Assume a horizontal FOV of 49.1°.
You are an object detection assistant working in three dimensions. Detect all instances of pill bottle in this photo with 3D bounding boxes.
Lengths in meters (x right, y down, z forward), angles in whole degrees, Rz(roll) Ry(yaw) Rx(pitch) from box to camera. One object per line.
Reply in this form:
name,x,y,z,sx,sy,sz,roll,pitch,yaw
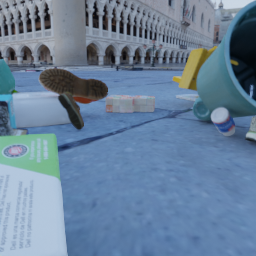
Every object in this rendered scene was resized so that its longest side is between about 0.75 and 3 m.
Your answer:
pill bottle,2.650,-0.136,7.712,0.480,0.480,0.855,14,-20,45

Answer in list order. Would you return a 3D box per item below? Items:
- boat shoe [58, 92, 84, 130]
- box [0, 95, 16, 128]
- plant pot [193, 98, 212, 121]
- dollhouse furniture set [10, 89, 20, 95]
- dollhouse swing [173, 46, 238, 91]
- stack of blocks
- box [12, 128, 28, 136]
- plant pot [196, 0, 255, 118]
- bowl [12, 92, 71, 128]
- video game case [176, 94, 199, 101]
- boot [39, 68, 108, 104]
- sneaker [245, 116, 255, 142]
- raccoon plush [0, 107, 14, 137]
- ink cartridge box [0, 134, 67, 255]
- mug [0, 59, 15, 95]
boat shoe,-1.640,-0.549,8.546,0.435,1.209,0.411,-17,14,37
box,-4.356,-0.121,6.869,2.917,1.200,0.717,-4,19,-13
plant pot,2.641,-0.678,9.556,0.969,0.969,0.911,8,15,29
dollhouse furniture set,-5.481,-1.480,14.255,1.157,0.581,0.758,26,-1,-44
dollhouse swing,3.611,-2.586,12.347,2.672,2.428,2.349,7,32,-16
stack of blocks,0.120,-1.010,11.719,1.930,0.565,1.111,3,14,8
box,-3.201,0.375,5.986,2.833,0.459,1.716,3,13,-16
plant pot,3.355,-1.477,7.646,2.833,2.833,2.775,-2,-7,-7
bowl,-3.282,-0.746,10.039,2.466,0.921,2.463,-6,15,-18
video game case,3.551,-1.631,15.084,1.192,0.148,1.666,-7,15,-29
boot,-2.095,-1.365,10.068,2.438,0.915,1.307,12,-16,-33
sneaker,3.863,0.022,6.956,1.748,0.775,0.672,4,0,11
raccoon plush,-1.891,0.466,4.151,1.004,1.391,2.076,-13,19,-42
ink cartridge box,-1.840,0.951,2.299,2.558,1.074,1.861,-4,25,-15
mug,-6.330,-2.187,13.300,2.123,1.597,2.583,2,32,45
